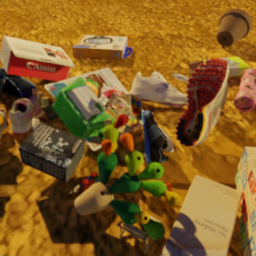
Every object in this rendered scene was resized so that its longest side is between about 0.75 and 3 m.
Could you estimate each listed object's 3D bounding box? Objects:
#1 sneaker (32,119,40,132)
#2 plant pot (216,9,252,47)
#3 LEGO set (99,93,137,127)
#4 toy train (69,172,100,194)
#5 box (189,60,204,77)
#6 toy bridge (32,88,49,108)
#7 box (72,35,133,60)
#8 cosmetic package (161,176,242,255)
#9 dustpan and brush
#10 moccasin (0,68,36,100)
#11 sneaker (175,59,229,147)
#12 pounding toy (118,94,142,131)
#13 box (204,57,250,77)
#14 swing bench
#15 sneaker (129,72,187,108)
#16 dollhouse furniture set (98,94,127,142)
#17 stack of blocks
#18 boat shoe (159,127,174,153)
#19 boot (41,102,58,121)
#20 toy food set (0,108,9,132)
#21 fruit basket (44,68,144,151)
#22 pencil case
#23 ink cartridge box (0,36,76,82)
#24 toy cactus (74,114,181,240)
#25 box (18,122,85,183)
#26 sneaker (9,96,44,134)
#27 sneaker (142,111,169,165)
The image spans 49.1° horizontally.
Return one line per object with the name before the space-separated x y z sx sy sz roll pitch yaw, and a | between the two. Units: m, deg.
sneaker | -2.657 0.288 8.906 0.646 0.588 1.574 -12 49 -29
plant pot | 5.435 -5.144 14.822 1.731 1.731 1.510 25 62 28
LEGO set | -0.097 -0.447 7.698 0.558 1.499 0.690 -43 41 18
toy train | -1.026 1.620 7.359 0.533 0.390 0.922 37 50 20
box | 2.984 -2.373 12.033 0.656 0.491 1.310 -9 36 16
toy bridge | -2.945 -0.943 9.391 0.201 0.496 1.476 -11 25 -28
box | -1.233 -4.119 14.243 2.855 0.592 1.700 3 39 6
cosmetic package | 1.632 2.258 6.164 1.184 0.836 2.288 18 42 20
dustpan and brush | 2.539 -1.527 10.164 2.130 1.487 0.610 17 62 19
moccasin | -4.672 -1.714 10.935 2.464 0.991 0.840 20 41 25
sneaker | 2.312 -0.764 8.573 1.078 2.768 1.137 28 14 35
pounding toy | 0.216 -0.439 8.964 0.529 1.156 1.015 -9 76 32
box | 4.307 -2.718 12.612 1.903 0.453 1.160 -8 39 -10
swing bench | 0.281 2.241 6.372 0.773 0.504 0.777 19 45 33
sneaker | 1.283 -1.426 10.299 2.414 1.203 0.904 13 1 9
dollhouse furniture set | -0.351 -0.255 8.090 0.518 1.342 0.671 19 5 -42
stack of blocks | 2.989 1.861 6.107 0.771 1.515 2.631 5 39 6
boat shoe | 1.194 0.374 8.902 0.331 0.350 1.001 13 34 -47
boot | -2.583 -0.686 9.934 0.307 0.578 0.879 -5 26 48
toy food set | -4.675 -0.668 9.497 2.450 1.170 1.102 24 45 28
fruit basket | -0.845 -0.823 9.138 2.826 1.325 2.618 -28 75 -37
pencil case | 4.485 -1.436 10.495 0.802 0.767 1.853 1 46 37
ink cartridge box | -3.668 -2.652 11.369 2.459 1.031 2.158 3 32 -36
toy cactus | -0.200 1.287 6.421 2.264 2.744 1.403 -30 -5 18
box | -2.030 0.651 7.601 1.407 0.753 1.045 22 50 7
sneaker | -3.478 -0.671 9.742 0.783 0.849 1.924 4 38 5
sneaker | 0.823 0.251 8.428 0.690 0.621 1.771 -7 64 8
